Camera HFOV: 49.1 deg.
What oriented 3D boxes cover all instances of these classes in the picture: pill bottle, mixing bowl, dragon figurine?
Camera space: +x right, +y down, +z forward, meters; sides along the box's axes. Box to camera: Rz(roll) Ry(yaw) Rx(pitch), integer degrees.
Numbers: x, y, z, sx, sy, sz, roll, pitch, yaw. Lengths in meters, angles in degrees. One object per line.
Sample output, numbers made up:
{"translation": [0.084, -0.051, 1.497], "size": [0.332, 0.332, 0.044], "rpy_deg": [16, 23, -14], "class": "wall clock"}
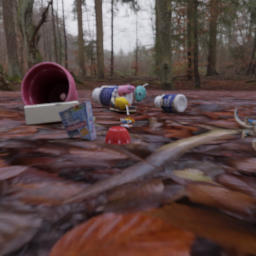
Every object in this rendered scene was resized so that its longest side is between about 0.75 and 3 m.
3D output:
{"translation": [2.275, -1.359, 15.377], "size": [0.940, 0.940, 1.693], "rpy_deg": [-8, 11, -39], "class": "pill bottle"}
{"translation": [-0.293, 0.194, 7.831], "size": [0.751, 0.407, 0.751], "rpy_deg": [0, 11, 0], "class": "mixing bowl"}
{"translation": [-1.056, -1.937, 17.500], "size": [2.453, 1.362, 1.362], "rpy_deg": [8, 12, 38], "class": "pill bottle"}
{"translation": [3.622, 0.092, 7.206], "size": [1.137, 0.673, 2.286], "rpy_deg": [-1, 18, -5], "class": "dragon figurine"}

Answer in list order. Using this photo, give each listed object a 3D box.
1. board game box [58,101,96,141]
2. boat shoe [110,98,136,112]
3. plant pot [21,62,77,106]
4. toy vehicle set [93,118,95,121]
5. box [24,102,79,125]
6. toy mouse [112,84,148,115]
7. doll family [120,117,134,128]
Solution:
{"translation": [-1.423, -0.097, 8.146], "size": [1.100, 1.099, 0.339], "rpy_deg": [-18, 7, 23], "class": "board game box"}
{"translation": [-0.328, -1.242, 15.255], "size": [0.808, 0.710, 2.271], "rpy_deg": [5, 6, -32], "class": "boat shoe"}
{"translation": [-3.479, -1.621, 13.352], "size": [2.418, 2.418, 2.164], "rpy_deg": [2, -6, 9], "class": "plant pot"}
{"translation": [-1.994, -0.387, 12.043], "size": [0.666, 0.142, 1.072], "rpy_deg": [-9, 13, -42], "class": "toy vehicle set"}
{"translation": [-3.010, -0.609, 11.190], "size": [2.071, 0.708, 0.851], "rpy_deg": [-7, 9, -16], "class": "box"}
{"translation": [0.136, -1.857, 14.611], "size": [2.238, 0.487, 2.518], "rpy_deg": [-36, 37, -15], "class": "toy mouse"}
{"translation": [-0.027, -0.221, 10.355], "size": [0.515, 0.374, 0.830], "rpy_deg": [0, 10, -1], "class": "doll family"}
